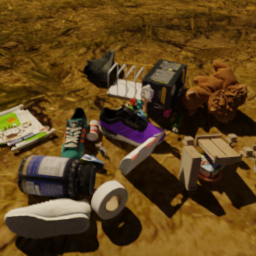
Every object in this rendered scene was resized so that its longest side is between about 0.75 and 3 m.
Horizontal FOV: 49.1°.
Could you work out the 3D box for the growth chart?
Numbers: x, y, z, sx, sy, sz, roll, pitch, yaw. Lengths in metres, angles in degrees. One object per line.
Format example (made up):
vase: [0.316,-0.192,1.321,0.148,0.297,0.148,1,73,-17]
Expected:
growth chart: [-4.724,-0.013,11.781,2.135,0.262,2.950,-33,50,-31]

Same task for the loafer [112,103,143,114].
loafer: [-0.100,-0.745,12.325,1.808,0.617,0.684,-8,42,-9]

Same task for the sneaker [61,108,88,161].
sneaker: [-2.110,0.245,10.811,0.899,1.006,2.519,0,45,3]

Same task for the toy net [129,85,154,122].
toy net: [0.597,-1.056,11.438,0.414,2.144,1.125,-11,58,-27]

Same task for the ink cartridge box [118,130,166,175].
ink cartridge box: [0.461,0.740,9.716,0.507,1.778,1.445,42,53,19]

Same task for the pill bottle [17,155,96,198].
pill bottle: [-2.250,1.598,9.079,2.277,1.273,1.273,5,41,4]

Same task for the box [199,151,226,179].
box: [3.058,1.172,10.118,1.620,0.281,0.892,-23,43,-40]

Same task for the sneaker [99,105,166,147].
sneaker: [0.096,-0.170,11.046,2.831,1.408,0.984,12,41,15]

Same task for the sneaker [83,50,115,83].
sneaker: [-1.538,-3.536,15.298,1.554,1.037,2.713,11,47,2]

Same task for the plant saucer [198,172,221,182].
plant saucer: [2.768,1.577,9.852,0.967,0.181,0.967,6,32,-4]

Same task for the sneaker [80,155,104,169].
sneaker: [-1.272,1.208,10.245,0.930,0.344,0.383,17,35,13]

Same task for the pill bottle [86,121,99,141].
pill bottle: [-1.432,0.096,11.474,0.459,0.459,0.838,1,41,1]

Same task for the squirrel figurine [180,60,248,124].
squirrel figurine: [3.677,-1.408,12.244,2.441,1.851,2.615,-23,44,-19]

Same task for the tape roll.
tape roll: [-0.547,2.185,8.465,1.125,1.125,0.393,-28,40,-29]

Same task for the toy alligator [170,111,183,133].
toy alligator: [1.997,-0.207,11.906,0.475,0.344,1.433,35,41,-6]

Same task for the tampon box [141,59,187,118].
tampon box: [1.643,-1.853,12.828,1.399,1.660,2.216,18,43,20]

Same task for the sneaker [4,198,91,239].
sneaker: [-2.345,2.594,8.321,2.434,0.930,0.980,3,33,-9]

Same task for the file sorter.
file sorter: [0.110,-2.278,13.671,2.003,1.247,1.390,13,42,15]

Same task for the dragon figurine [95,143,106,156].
dragon figurine: [-0.995,0.827,10.730,0.243,0.410,0.825,-34,57,-16]

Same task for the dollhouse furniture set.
dollhouse furniture set: [3.169,1.113,9.839,2.830,1.253,1.467,-3,27,-14]
